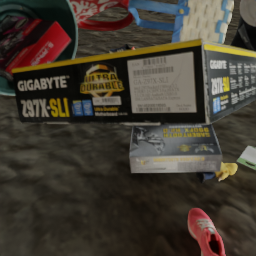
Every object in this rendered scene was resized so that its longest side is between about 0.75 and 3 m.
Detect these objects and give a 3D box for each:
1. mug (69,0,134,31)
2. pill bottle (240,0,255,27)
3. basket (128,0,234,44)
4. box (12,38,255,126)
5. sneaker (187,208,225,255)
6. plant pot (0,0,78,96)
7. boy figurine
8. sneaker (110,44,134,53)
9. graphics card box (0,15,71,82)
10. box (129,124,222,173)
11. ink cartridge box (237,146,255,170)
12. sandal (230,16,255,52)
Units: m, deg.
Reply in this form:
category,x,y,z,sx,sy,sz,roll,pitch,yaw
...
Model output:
category,x,y,z,sx,sy,sz,roll,pitch,yaw
mug,-1.391,-4.032,8.719,2.995,2.658,1.998,-16,22,31
pill bottle,2.893,-2.632,5.655,0.735,0.735,1.228,30,56,35
basket,1.525,-3.270,8.522,2.836,1.973,2.501,7,11,7
box,0.340,-0.510,3.296,2.008,0.620,2.514,-1,10,35
sneaker,1.540,2.028,5.317,0.528,0.621,1.431,-5,36,-6
plant pot,-2.628,-2.191,6.485,2.647,2.647,1.773,-12,19,-16
boy figurine,2.204,1.045,6.925,1.011,0.326,0.629,-10,37,-14
sneaker,-0.260,-3.708,13.221,1.286,0.543,0.482,11,38,15
graphics card box,-2.319,-1.661,5.842,2.130,0.542,1.336,24,73,40
box,1.164,0.431,7.310,2.168,0.524,1.717,-2,30,7
ink cartridge box,3.265,0.842,7.284,0.631,0.208,0.867,26,44,31
sandal,3.623,-2.666,8.201,1.093,0.616,2.875,14,66,0
